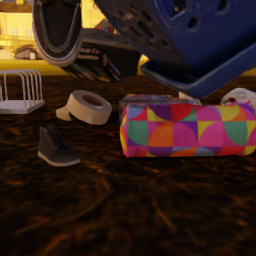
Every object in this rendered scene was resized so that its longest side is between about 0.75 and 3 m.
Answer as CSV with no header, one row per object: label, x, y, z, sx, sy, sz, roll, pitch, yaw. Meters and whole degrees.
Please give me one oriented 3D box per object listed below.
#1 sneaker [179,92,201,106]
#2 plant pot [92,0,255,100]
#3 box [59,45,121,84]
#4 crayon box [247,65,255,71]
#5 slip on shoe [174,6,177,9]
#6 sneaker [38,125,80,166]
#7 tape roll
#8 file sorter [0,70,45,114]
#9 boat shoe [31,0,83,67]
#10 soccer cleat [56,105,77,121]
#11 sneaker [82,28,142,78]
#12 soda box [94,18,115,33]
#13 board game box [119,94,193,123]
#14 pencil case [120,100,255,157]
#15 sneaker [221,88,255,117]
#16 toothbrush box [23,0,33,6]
sneaker,2.433,-1.423,10.997,0.962,1.509,2.612,1,11,11
plant pot,1.155,-2.180,4.851,2.748,2.470,2.748,-33,25,-4
box,-1.130,-1.711,7.579,1.475,0.427,1.856,10,-5,13
crayon box,3.134,-3.201,8.524,0.809,1.650,2.779,-23,48,-12
slip on shoe,0.620,-4.232,9.304,2.405,0.914,0.728,-6,-27,13
sneaker,-1.376,0.313,5.348,1.212,0.644,0.453,12,17,41
tape roll,-1.193,-0.658,8.719,1.341,0.469,1.341,22,25,-11
file sorter,-4.626,-1.537,11.350,1.747,1.568,2.518,-1,14,-2
boat shoe,-1.424,-2.768,5.544,1.059,2.995,0.954,0,-1,-8
soccer cleat,-1.706,-0.662,9.603,0.787,0.637,1.823,3,12,26
sneaker,-0.745,-2.270,8.695,2.347,1.247,0.878,11,41,1
soda box,-0.980,-3.169,10.206,0.645,0.609,1.904,-31,38,33
board game box,0.991,-0.693,9.564,2.296,0.708,2.297,3,13,7
pencil case,1.167,0.018,5.581,2.665,1.178,1.178,-1,13,-6
sneaker,4.384,-0.742,9.714,0.985,0.933,2.439,-28,25,-22
toothbrush box,-3.972,-5.224,11.124,0.690,0.402,0.942,32,5,-37
